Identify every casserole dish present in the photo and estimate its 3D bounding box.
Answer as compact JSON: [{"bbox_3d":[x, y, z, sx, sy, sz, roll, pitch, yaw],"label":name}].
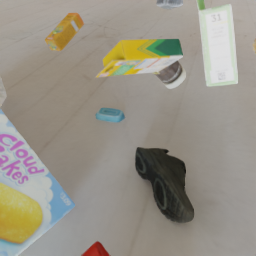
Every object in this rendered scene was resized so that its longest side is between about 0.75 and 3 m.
[{"bbox_3d":[-0.529,-0.402,8.131,0.871,0.169,0.528,9,36,14],"label":"casserole dish"}]

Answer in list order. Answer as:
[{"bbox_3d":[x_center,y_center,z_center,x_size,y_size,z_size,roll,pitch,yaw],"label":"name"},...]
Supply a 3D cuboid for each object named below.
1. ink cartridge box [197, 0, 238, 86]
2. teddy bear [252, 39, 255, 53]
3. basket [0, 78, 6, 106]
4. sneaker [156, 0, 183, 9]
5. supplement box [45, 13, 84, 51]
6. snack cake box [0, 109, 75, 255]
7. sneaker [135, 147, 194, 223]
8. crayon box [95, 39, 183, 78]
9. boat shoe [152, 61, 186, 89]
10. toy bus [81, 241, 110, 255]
[{"bbox_3d":[1.741,-2.333,5.633,0.647,2.697,1.962,-4,17,20],"label":"ink cartridge box"},{"bbox_3d":[2.953,-1.220,4.837,1.505,2.076,0.693,41,58,-3],"label":"teddy bear"},{"bbox_3d":[-4.576,-1.157,7.919,1.380,1.700,1.716,-5,36,0],"label":"basket"},{"bbox_3d":[1.121,-3.223,7.228,0.779,0.291,0.320,26,9,41],"label":"sneaker"},{"bbox_3d":[-2.166,-3.302,9.599,0.490,0.506,1.472,15,64,33],"label":"supplement box"},{"bbox_3d":[-2.445,0.728,4.499,2.878,0.967,1.655,50,47,5],"label":"snack cake box"},{"bbox_3d":[0.859,1.001,5.678,0.913,0.764,2.012,-7,37,-20],"label":"sneaker"},{"bbox_3d":[0.147,-1.199,4.812,1.331,0.343,0.837,-11,-3,-27],"label":"crayon box"},{"bbox_3d":[0.829,-1.904,7.683,0.836,0.693,2.328,-41,35,16],"label":"boat shoe"},{"bbox_3d":[0.072,2.487,3.141,2.225,2.099,1.150,16,-6,19],"label":"toy bus"}]
